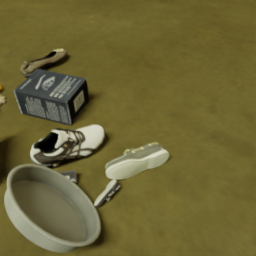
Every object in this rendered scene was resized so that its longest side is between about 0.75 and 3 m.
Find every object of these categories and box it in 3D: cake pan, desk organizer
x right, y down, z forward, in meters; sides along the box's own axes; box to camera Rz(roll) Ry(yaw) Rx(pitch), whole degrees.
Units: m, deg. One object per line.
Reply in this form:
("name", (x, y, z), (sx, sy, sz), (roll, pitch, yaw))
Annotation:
("cake pan", (-1.950, 2.044, 7.231), (0.504, 2.749, 2.749), (-51, 50, 11))
("desk organizer", (-2.264, 1.636, 8.861), (1.161, 0.447, 0.416), (-4, 77, -26))

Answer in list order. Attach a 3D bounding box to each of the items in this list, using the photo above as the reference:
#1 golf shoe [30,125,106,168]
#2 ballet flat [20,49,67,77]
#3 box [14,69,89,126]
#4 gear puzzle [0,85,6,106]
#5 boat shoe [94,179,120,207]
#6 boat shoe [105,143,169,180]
("golf shoe", (-1.925, 0.487, 9.380), (2.703, 1.277, 1.051), (-27, 66, -23))
("ballet flat", (-4.233, -3.439, 14.088), (0.936, 0.644, 2.779), (11, 41, 43))
("box", (-3.060, -1.301, 11.456), (2.354, 1.228, 1.742), (14, 45, 14))
("gear puzzle", (-6.049, -1.092, 11.870), (1.449, 0.366, 2.797), (3, 43, 3))
("boat shoe", (-0.626, 2.035, 8.533), (0.313, 0.383, 1.036), (47, 51, -7))
("boat shoe", (0.233, 1.055, 9.263), (2.275, 0.813, 0.680), (-14, 46, -23))
